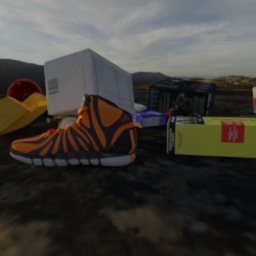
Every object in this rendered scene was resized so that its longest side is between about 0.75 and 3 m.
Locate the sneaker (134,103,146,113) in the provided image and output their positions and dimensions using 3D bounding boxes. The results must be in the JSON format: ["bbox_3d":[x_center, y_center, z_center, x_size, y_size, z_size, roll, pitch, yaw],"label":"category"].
[{"bbox_3d":[-0.281,-1.019,12.872,2.471,0.896,0.888,7,13,30],"label":"sneaker"}]

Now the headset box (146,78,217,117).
[{"bbox_3d":[2.175,-1.257,11.706,2.572,1.193,2.239,11,22,21],"label":"headset box"}]

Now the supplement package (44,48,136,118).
[{"bbox_3d":[-0.958,-1.025,8.039,1.416,1.471,2.586,-9,-8,23],"label":"supplement package"}]

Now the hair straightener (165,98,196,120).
[{"bbox_3d":[1.864,-0.582,9.725,0.758,0.403,1.970,9,-19,-7],"label":"hair straightener"}]

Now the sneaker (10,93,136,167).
[{"bbox_3d":[-1.081,-0.006,5.580,2.484,1.392,0.964,0,9,-3],"label":"sneaker"}]

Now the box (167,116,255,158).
[{"bbox_3d":[2.405,0.187,6.354,2.982,0.747,1.122,3,11,12],"label":"box"}]

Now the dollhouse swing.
[{"bbox_3d":[-3.844,-0.922,8.821,1.931,1.868,2.125,-35,4,11],"label":"dollhouse swing"}]

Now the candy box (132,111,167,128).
[{"bbox_3d":[0.663,-0.313,10.110,1.149,0.443,0.972,-5,13,-33],"label":"candy box"}]

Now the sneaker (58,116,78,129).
[{"bbox_3d":[-1.054,0.140,7.573,1.686,0.635,0.743,0,35,-49],"label":"sneaker"}]

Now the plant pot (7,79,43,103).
[{"bbox_3d":[-5.143,-1.581,14.180,1.634,1.634,1.488,-2,2,-13],"label":"plant pot"}]

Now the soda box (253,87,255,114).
[{"bbox_3d":[4.859,-0.671,8.862,2.453,0.859,0.778,11,-15,-41],"label":"soda box"}]

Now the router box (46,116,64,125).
[{"bbox_3d":[-2.604,-0.310,10.749,0.639,0.212,0.813,6,12,31],"label":"router box"}]
